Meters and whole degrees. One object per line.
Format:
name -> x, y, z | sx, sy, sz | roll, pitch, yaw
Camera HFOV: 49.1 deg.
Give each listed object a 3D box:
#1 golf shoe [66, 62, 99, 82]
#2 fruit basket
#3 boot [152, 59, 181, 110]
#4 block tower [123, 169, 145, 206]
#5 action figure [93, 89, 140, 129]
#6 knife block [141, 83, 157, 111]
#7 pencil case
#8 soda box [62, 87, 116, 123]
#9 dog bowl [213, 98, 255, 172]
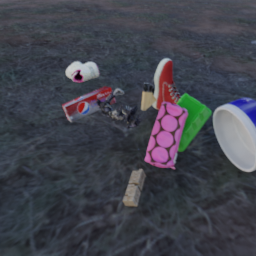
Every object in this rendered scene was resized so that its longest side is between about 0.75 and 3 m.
golf shoe -> -1.852, -1.992, 10.165 | 1.789, 0.674, 0.819 | 5, 34, 46
fruit basket -> 1.971, -0.224, 10.430 | 1.480, 2.052, 2.052 | 37, 47, 18
boot -> 1.889, -1.510, 11.382 | 0.858, 2.368, 1.709 | -28, 46, -33
block tower -> 0.196, 1.795, 8.385 | 0.354, 0.330, 1.224 | -7, 35, 26
action figure -> -0.336, -0.651, 9.216 | 1.800, 1.070, 0.919 | 29, 69, 40
knife block -> 0.558, -1.017, 8.875 | 0.759, 0.667, 0.243 | -41, 17, -1
pencil case -> 1.287, 0.243, 9.065 | 0.993, 2.119, 0.962 | 11, -7, 34
soda box -> -1.435, -0.895, 10.336 | 1.857, 0.650, 0.589 | -26, 20, -17
dog bowl -> 3.750, 0.213, 9.045 | 0.891, 2.262, 2.262 | -23, 40, -7
